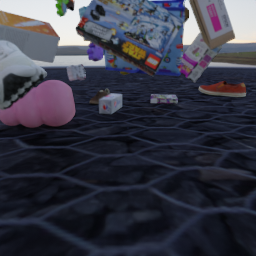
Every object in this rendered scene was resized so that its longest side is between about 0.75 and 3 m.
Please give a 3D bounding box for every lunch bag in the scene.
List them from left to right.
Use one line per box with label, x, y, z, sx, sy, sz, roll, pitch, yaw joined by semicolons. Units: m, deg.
lunch bag;0.252;-2.051;6.349;1.948;1.467;0.916;3;35;9

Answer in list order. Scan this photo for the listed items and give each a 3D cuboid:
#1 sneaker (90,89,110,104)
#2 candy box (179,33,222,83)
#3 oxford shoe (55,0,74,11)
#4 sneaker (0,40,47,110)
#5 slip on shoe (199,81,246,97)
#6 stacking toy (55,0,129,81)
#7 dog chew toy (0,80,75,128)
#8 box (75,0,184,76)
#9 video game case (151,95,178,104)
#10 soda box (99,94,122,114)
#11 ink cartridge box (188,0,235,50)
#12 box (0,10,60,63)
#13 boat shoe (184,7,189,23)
sneaker;-1.301;-1.448;12.754;0.527;0.565;1.497;6;16;22
candy box;2.853;-2.907;11.551;0.534;1.750;1.193;22;23;-32
oxford shoe;-2.356;-4.661;10.431;0.381;0.389;1.072;-9;0;32
sneaker;-1.895;-0.913;4.413;0.880;0.950;2.343;-41;19;-6
slip on shoe;4.984;-2.125;14.879;2.494;0.763;0.924;10;20;38
stacking toy;-1.019;-2.747;8.090;2.033;2.696;0.634;-4;10;35
dog chew toy;-2.805;-0.649;8.501;2.286;1.424;1.424;-11;17;-10
box;0.026;-1.533;4.274;1.369;0.937;0.273;29;-4;-3
video game case;1.651;-1.342;12.993;1.201;0.237;1.325;2;15;6
soda box;-0.661;-0.980;11.091;0.507;0.546;1.600;4;16;14
ink cartridge box;2.689;-4.053;9.514;0.892;2.374;1.956;-21;21;16
box;-2.779;-2.388;7.332;1.613;0.786;1.003;1;39;-39
boat shoe;1.242;-3.829;9.917;2.221;0.810;0.699;-17;10;-11
